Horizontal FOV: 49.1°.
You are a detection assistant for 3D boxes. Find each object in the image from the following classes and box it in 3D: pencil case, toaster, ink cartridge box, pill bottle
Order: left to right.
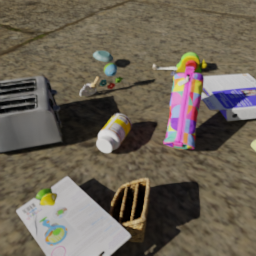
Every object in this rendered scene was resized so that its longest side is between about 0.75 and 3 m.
[{"bbox_3d":[-3.392,-0.433,8.830,2.465,1.462,2.229,-10,38,-12],"label":"toaster"},{"bbox_3d":[-0.446,0.178,8.617,0.722,0.722,1.321,15,39,18],"label":"pill bottle"},{"bbox_3d":[1.665,-0.538,8.379,1.043,1.043,2.360,7,83,8],"label":"pencil case"},{"bbox_3d":[3.760,-1.212,10.392,2.701,0.586,2.676,-3,35,-7],"label":"ink cartridge box"}]

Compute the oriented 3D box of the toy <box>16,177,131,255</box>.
[{"bbox_3d":[-1.262,2.209,6.194,1.458,0.598,2.531,-33,43,-28],"label":"toy"}]

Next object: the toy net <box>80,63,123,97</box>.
[{"bbox_3d":[-1.115,-1.753,10.999,1.800,0.944,0.348,-32,57,-2],"label":"toy net"}]

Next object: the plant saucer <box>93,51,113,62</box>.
[{"bbox_3d":[-1.117,-3.298,12.692,0.936,0.180,0.936,9,38,-7],"label":"plant saucer"}]

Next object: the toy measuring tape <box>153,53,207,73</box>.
[{"bbox_3d":[2.322,-2.949,12.525,2.407,0.885,0.885,4,39,5],"label":"toy measuring tape"}]

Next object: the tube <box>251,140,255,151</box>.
[{"bbox_3d":[4.138,0.851,8.143,0.335,0.375,1.291,22,27,-40],"label":"tube"}]

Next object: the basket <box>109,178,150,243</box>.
[{"bbox_3d":[0.017,1.814,6.428,0.883,0.922,1.237,6,40,8],"label":"basket"}]
